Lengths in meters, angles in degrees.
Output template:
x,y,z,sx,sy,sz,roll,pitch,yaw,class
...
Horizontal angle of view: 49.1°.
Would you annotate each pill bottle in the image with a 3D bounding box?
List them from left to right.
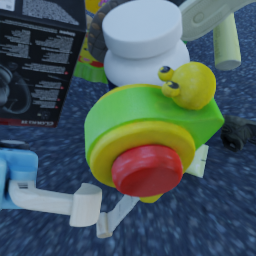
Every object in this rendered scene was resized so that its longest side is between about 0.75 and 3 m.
x,y,z,sx,sy,sz,roll,pitch,yaw,class
0.332,-0.734,4.539,1.306,2.256,1.306,-5,49,6,pill bottle

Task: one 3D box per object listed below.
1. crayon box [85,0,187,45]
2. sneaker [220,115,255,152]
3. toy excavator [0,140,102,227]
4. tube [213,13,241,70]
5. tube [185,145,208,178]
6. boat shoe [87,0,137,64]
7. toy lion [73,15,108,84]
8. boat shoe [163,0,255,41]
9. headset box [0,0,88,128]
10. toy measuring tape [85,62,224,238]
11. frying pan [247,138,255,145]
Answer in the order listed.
x,y,z,sx,sy,sz,roll,pitch,yaw,class
0.279,-2.770,5.827,2.593,1.540,0.755,36,24,26,crayon box
2.839,0.180,7.052,1.483,0.850,0.567,8,8,-38,sneaker
-1.360,0.689,3.265,1.755,0.902,1.805,8,2,-23,toy excavator
2.427,-2.667,7.088,0.615,0.687,2.368,7,74,-32,tube
0.533,0.447,6.677,2.627,0.682,0.762,14,85,12,tube
0.090,-2.109,5.014,0.899,2.373,0.852,44,39,-3,boat shoe
-1.238,-1.860,6.729,2.591,0.890,2.484,-16,52,-38,toy lion
1.720,-2.383,4.390,2.532,0.909,0.856,-27,49,11,boat shoe
-1.932,-0.986,4.265,2.015,2.707,1.045,4,61,-21,headset box
-0.134,0.455,3.011,1.078,2.930,1.078,17,44,-17,toy measuring tape
3.733,0.482,6.687,1.558,0.254,0.942,41,49,21,frying pan
